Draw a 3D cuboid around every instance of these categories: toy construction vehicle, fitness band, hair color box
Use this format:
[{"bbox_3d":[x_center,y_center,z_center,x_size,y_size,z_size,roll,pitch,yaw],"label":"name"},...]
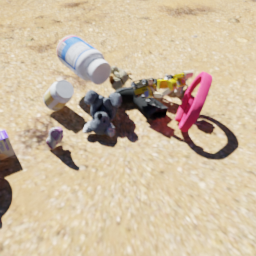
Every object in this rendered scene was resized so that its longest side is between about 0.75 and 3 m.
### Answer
[{"bbox_3d":[1.268,-1.605,11.032,2.318,0.816,2.018,-6,8,42],"label":"toy construction vehicle"},{"bbox_3d":[2.427,-0.965,10.420,0.451,1.731,2.410,26,69,-6],"label":"fitness band"},{"bbox_3d":[-4.695,0.774,9.260,1.587,0.868,0.514,-23,47,-23],"label":"hair color box"}]

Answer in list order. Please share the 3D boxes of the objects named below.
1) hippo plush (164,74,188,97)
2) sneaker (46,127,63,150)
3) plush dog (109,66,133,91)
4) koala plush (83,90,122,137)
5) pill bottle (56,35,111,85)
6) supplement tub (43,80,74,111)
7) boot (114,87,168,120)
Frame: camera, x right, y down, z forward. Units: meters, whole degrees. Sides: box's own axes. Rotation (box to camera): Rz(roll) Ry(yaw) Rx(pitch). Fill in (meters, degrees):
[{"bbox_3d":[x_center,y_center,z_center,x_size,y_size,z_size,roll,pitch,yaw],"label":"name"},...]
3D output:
[{"bbox_3d":[2.054,-2.101,12.434,1.002,0.992,1.246,20,46,20],"label":"hippo plush"},{"bbox_3d":[-2.435,0.280,9.630,0.463,1.152,0.509,50,48,7],"label":"sneaker"},{"bbox_3d":[-0.389,-2.050,12.263,0.897,1.118,0.960,13,60,40],"label":"plush dog"},{"bbox_3d":[-0.982,-0.391,10.511,1.371,1.421,1.546,6,64,0],"label":"koala plush"},{"bbox_3d":[-1.763,-2.705,11.336,1.308,1.308,2.331,-30,55,-30],"label":"pill bottle"},{"bbox_3d":[-2.765,-1.292,11.150,0.905,1.251,0.905,15,64,-32],"label":"supplement tub"},{"bbox_3d":[0.416,-0.932,11.445,1.627,0.648,1.974,-24,51,-22],"label":"boot"}]
